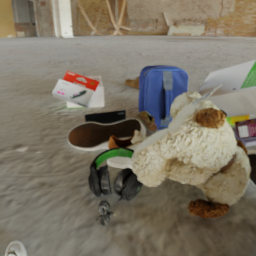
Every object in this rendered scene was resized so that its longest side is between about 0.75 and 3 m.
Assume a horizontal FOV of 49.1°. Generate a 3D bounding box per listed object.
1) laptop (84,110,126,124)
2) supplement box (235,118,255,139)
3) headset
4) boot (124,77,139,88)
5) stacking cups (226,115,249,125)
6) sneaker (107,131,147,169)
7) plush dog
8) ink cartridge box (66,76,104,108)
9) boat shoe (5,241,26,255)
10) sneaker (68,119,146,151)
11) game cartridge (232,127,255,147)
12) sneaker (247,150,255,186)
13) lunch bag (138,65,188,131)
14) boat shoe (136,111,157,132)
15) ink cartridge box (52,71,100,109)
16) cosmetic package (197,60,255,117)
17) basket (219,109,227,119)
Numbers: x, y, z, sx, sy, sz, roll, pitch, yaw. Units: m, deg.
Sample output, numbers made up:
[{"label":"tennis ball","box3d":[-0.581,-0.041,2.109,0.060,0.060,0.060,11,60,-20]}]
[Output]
[{"label":"laptop","box3d":[-0.861,-0.405,10.253,1.427,0.832,1.610,-6,20,-7]},{"label":"supplement box","box3d":[3.916,-0.016,8.826,0.991,0.424,0.547,-12,13,20]},{"label":"headset","box3d":[-0.320,1.183,6.450,1.359,1.034,2.201,4,41,9]},{"label":"boot","box3d":[0.626,-2.593,15.616,2.095,0.791,0.771,19,32,40]},{"label":"stacking cups","box3d":[3.285,-0.541,10.789,2.478,0.750,0.750,9,24,32]},{"label":"sneaker","box3d":[0.591,0.628,7.810,2.409,1.020,0.877,2,22,3]},{"label":"plush dog","box3d":[1.782,0.600,6.046,2.675,2.297,2.146,-50,18,-26]},{"label":"ink cartridge box","box3d":[-2.053,-1.771,13.434,1.672,0.965,2.298,-3,24,-7]},{"label":"boat shoe","box3d":[-1.970,2.271,4.813,0.360,0.355,1.016,-6,24,-14]},{"label":"sneaker","box3d":[-0.653,0.351,9.009,2.542,0.926,1.076,-5,-21,17]},{"label":"game cartridge","box3d":[3.983,0.268,9.687,0.786,0.233,1.212,-12,25,-15]},{"label":"sneaker","box3d":[3.418,0.950,6.937,0.979,0.842,2.312,1,11,-10]},{"label":"lunch bag","box3d":[1.218,-1.055,10.082,1.583,2.330,1.541,-2,16,-4]},{"label":"boat shoe","box3d":[0.674,-0.184,8.750,0.341,1.004,0.361,-24,52,27]},{"label":"ink cartridge box","box3d":[-2.194,-1.728,11.974,1.632,0.355,1.416,19,69,5]},{"label":"cosmetic package","box3d":[3.691,-1.233,9.173,1.467,1.157,2.726,-56,23,-20]},{"label":"basket","box3d":[2.804,-0.124,9.169,0.629,0.924,0.833,9,35,-6]}]
